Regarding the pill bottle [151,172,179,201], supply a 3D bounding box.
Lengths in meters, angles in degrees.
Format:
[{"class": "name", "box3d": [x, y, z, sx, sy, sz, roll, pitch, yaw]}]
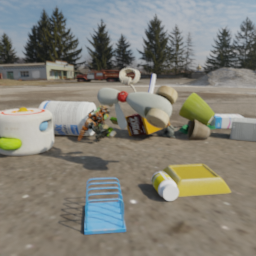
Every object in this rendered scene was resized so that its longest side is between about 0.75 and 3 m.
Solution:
[{"class": "pill bottle", "box3d": [0.911, 1.442, 6.936, 0.477, 0.477, 0.835, -2, 13, -11]}]

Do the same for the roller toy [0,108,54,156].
[{"class": "roller toy", "box3d": [-4.007, 0.026, 10.794, 2.133, 1.634, 2.338, -8, 14, -32]}]

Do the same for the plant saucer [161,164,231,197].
[{"class": "plant saucer", "box3d": [1.757, 1.345, 7.647, 1.530, 0.371, 1.530, -2, 11, -9]}]

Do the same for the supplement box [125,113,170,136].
[{"class": "supplement box", "box3d": [0.849, -0.301, 12.736, 1.374, 0.925, 1.393, -21, 8, -35]}]

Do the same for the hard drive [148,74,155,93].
[{"class": "hard drive", "box3d": [1.037, -1.671, 12.944, 0.183, 1.446, 0.954, 11, -1, 5]}]

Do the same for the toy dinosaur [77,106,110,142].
[{"class": "toy dinosaur", "box3d": [-1.401, -0.096, 11.889, 1.198, 1.765, 0.901, 46, 19, 12]}]

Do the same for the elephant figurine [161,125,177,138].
[{"class": "elephant figurine", "box3d": [1.954, 0.081, 13.004, 0.604, 0.662, 0.853, -17, 8, 38]}]

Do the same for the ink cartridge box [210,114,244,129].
[{"class": "ink cartridge box", "box3d": [5.295, -0.358, 15.024, 1.494, 0.632, 1.080, -1, 12, 4]}]

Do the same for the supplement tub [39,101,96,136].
[{"class": "supplement tub", "box3d": [-2.835, -0.450, 13.160, 2.425, 1.600, 1.600, 2, 12, 11]}]

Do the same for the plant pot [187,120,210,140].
[{"class": "plant pot", "box3d": [3.144, 0.161, 12.380, 0.769, 0.886, 0.886, 15, 11, -4]}]

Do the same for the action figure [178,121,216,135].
[{"class": "action figure", "box3d": [3.672, -0.281, 14.520, 1.729, 0.800, 2.927, 2, 9, 18]}]

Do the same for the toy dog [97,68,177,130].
[{"class": "toy dog", "box3d": [0.359, -0.597, 8.225, 1.606, 1.173, 2.435, -43, 52, -16]}]

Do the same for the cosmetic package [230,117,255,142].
[{"class": "cosmetic package", "box3d": [5.677, 0.092, 12.340, 2.100, 0.947, 1.122, 9, 15, 25]}]

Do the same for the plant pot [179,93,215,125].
[{"class": "plant pot", "box3d": [3.207, -0.714, 12.720, 1.318, 1.233, 1.233, 38, 28, 21]}]

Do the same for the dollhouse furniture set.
[{"class": "dollhouse furniture set", "box3d": [-0.958, -0.291, 12.404, 0.665, 1.325, 0.868, 20, 68, 50]}]

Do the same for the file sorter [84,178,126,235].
[{"class": "file sorter", "box3d": [-0.500, 1.565, 5.814, 0.790, 0.698, 1.138, -1, 11, -7]}]
